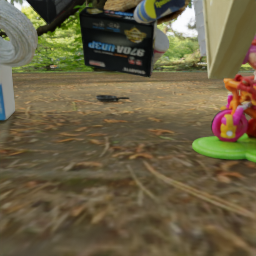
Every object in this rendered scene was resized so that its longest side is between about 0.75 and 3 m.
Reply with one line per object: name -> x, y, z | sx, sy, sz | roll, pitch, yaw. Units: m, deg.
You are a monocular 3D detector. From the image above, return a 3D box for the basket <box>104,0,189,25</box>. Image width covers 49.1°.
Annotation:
basket -> 0.629, -3.940, 9.164 | 2.607, 1.942, 1.860 | 1, -26, 49

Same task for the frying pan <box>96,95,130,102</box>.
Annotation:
frying pan -> -0.633, -1.283, 12.125 | 1.536, 0.250, 0.929 | 4, 15, 7

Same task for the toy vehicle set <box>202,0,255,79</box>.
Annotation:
toy vehicle set -> 1.163, -2.060, 3.307 | 0.331, 2.500, 1.553 | 0, -20, 6

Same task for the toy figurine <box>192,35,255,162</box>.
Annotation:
toy figurine -> 2.676, -0.810, 5.104 | 2.839, 2.613, 2.131 | 1, 14, 7

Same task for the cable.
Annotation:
cable -> -2.636, -1.924, 5.811 | 1.493, 0.517, 1.493 | 31, -40, -22

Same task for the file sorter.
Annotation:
file sorter -> 2.090, -2.359, 6.223 | 0.904, 1.302, 0.811 | -12, 9, -5

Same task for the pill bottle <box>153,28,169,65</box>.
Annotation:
pill bottle -> 0.613, -2.539, 9.531 | 0.893, 0.893, 1.576 | -9, -19, -33

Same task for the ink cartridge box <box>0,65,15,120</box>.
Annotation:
ink cartridge box -> -5.006, -1.277, 8.222 | 2.760, 2.032, 1.997 | -4, 14, -13

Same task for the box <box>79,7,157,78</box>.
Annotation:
box -> -0.302, -2.620, 8.646 | 2.271, 1.805, 0.522 | 14, 47, 12

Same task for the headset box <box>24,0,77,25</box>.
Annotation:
headset box -> -1.626, -3.786, 7.431 | 1.665, 0.864, 2.238 | -36, 24, 17

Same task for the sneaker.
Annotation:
sneaker -> 0.825, -3.217, 7.331 | 1.764, 0.652, 0.725 | -34, 14, -35
